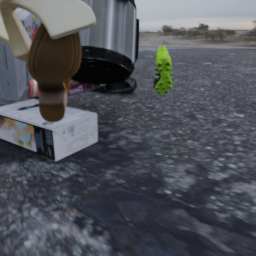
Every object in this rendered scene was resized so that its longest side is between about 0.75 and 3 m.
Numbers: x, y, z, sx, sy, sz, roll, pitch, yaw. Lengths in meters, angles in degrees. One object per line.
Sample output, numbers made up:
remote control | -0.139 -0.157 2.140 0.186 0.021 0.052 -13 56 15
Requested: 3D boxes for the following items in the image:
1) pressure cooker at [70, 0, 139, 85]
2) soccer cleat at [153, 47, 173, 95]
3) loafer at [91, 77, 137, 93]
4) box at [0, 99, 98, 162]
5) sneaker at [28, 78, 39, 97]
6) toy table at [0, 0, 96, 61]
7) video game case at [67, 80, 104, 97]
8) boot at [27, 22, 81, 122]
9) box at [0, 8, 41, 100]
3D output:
pressure cooker | -0.982 -3.000 8.397 2.577 2.930 2.617 0 -9 10
soccer cleat | 0.713 -1.136 5.706 0.392 1.162 0.471 -2 59 3
loafer | -1.029 -2.193 13.375 2.896 0.983 1.017 9 13 13
box | -2.414 -0.070 7.882 2.801 0.842 1.634 14 25 32
sneaker | -4.034 -1.964 13.274 1.105 0.939 2.547 8 23 -15
toy table | -1.868 -1.830 3.868 2.498 1.592 2.718 -16 11 7
video game case | -1.943 -2.103 10.391 2.128 0.420 2.348 -24 47 -28
boot | -1.368 -1.431 5.373 0.860 2.242 1.741 -1 48 -11
box | -2.953 -2.343 7.988 0.529 2.004 2.570 11 42 -4
